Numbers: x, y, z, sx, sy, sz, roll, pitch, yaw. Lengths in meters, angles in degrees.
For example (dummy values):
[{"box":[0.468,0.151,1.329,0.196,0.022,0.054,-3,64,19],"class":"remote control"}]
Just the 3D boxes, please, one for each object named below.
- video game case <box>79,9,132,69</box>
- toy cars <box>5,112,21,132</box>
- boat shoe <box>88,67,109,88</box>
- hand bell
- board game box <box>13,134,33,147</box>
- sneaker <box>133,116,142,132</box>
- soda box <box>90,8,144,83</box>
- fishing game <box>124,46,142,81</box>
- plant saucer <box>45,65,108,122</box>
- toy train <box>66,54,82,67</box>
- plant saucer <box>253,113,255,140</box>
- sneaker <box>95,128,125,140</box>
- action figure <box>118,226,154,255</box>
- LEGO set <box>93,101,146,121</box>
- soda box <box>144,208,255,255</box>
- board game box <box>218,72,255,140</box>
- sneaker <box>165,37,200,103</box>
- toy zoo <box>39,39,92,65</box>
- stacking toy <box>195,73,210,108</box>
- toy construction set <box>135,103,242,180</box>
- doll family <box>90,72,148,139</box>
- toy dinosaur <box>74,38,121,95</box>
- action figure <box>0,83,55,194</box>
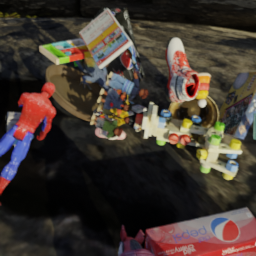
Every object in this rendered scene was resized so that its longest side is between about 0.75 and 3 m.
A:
[{"box":[-0.616,-2.317,7.225,1.023,0.125,1.431,-36,60,12],"class":"video game case"},{"box":[-2.933,-0.040,6.447,0.835,0.412,1.862,21,28,12],"class":"toy cars"},{"box":[-1.042,-2.851,11.035,0.767,0.899,2.690,10,82,16],"class":"boat shoe"},{"box":[2.182,-0.889,9.520,1.481,1.481,2.844,7,25,10],"class":"hand bell"},{"box":[-3.259,0.361,8.443,0.786,0.153,0.621,-21,36,-36],"class":"board game box"},{"box":[0.318,-0.128,8.496,0.295,0.788,0.355,32,74,23],"class":"sneaker"},{"box":[-0.301,-2.797,10.308,1.049,2.965,0.939,13,56,28],"class":"soda box"},{"box":[0.032,-2.187,8.409,0.245,1.574,1.127,-23,30,3],"class":"fishing game"},{"box":[-1.573,-1.094,9.203,2.625,0.387,2.625,33,25,-17],"class":"plant saucer"},{"box":[-1.920,-3.014,12.982,2.164,0.452,0.610,11,47,15],"class":"toy train"},{"box":[3.378,0.005,7.212,0.318,0.911,0.086,14,51,34],"class":"plant saucer"},{"box":[-0.585,0.131,7.833,0.941,0.354,0.492,9,1,23],"class":"sneaker"},{"box":[0.086,2.611,3.816,1.833,2.038,2.736,-9,50,-3],"class":"action figure"},{"box":[-0.331,-0.484,8.484,1.192,0.392,1.595,-19,25,-23],"class":"LEGO set"},{"box":[1.446,2.211,5.342,2.181,0.691,0.763,-8,36,-12],"class":"soda box"},{"box":[3.287,-0.687,8.182,0.334,1.931,1.308,25,3,-14],"class":"board game box"},{"box":[1.379,-1.469,6.943,0.559,1.675,0.898,1,2,-29],"class":"sneaker"},{"box":[-1.620,-2.297,8.250,1.640,0.168,1.076,-23,46,-32],"class":"toy zoo"},{"box":[1.933,-0.983,7.545,0.649,0.888,0.649,-6,-5,-1],"class":"stacking toy"},{"box":[1.456,0.242,7.403,2.824,1.301,1.852,23,29,-6],"class":"toy construction set"},{"box":[-0.202,-0.527,6.813,1.009,1.746,0.685,26,38,5],"class":"doll family"},{"box":[-1.054,-2.175,10.086,1.336,2.309,2.545,-34,16,11],"class":"toy dinosaur"},{"box":[-2.567,0.248,6.626,0.962,2.947,1.459,31,-10,-12],"class":"action figure"}]
